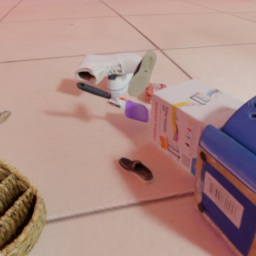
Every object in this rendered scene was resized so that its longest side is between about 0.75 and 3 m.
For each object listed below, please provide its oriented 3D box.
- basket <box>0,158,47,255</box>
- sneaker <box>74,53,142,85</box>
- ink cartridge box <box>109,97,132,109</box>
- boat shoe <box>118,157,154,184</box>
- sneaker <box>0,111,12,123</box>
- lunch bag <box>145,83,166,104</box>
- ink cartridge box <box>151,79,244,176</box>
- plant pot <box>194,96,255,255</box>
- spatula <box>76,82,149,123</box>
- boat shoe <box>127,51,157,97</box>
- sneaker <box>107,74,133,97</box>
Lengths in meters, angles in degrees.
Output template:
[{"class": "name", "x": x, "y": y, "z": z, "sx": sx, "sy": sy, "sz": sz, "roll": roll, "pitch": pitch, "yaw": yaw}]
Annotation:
[{"class": "basket", "x": -2.771, "y": 1.916, "z": 5.834, "sx": 1.521, "sy": 1.588, "sz": 2.131, "roll": 13, "pitch": 35, "yaw": 19}, {"class": "sneaker", "x": -0.794, "y": -2.260, "z": 11.210, "sx": 2.665, "sy": 0.982, "sz": 1.540, "roll": 2, "pitch": 40, "yaw": 15}, {"class": "ink cartridge box", "x": -0.301, "y": -1.110, "z": 11.624, "sx": 0.648, "sy": 0.227, "sz": 0.797, "roll": 24, "pitch": 45, "yaw": 32}, {"class": "boat shoe", "x": 0.220, "y": 1.131, "z": 8.055, "sx": 0.461, "sy": 0.416, "sz": 1.282, "roll": -28, "pitch": 43, "yaw": -35}, {"class": "sneaker", "x": -4.708, "y": -0.416, "z": 10.534, "sx": 0.309, "sy": 0.276, "sz": 0.773, "roll": 1, "pitch": 28, "yaw": 9}, {"class": "lunch bag", "x": 1.260, "y": -1.458, "z": 11.910, "sx": 1.072, "sy": 0.499, "sz": 1.217, "roll": 4, "pitch": 34, "yaw": -2}, {"class": "ink cartridge box", "x": 2.138, "y": -0.029, "z": 8.465, "sx": 1.843, "sy": 1.876, "sz": 2.548, "roll": -20, "pitch": 38, "yaw": -26}, {"class": "plant pot", "x": 3.026, "y": 1.177, "z": 5.965, "sx": 2.550, "sy": 2.836, "sz": 2.836, "roll": -20, "pitch": 38, "yaw": -17}, {"class": "spatula", "x": -0.455, "y": -0.906, "z": 9.326, "sx": 2.787, "sy": 0.286, "sz": 0.788, "roll": 24, "pitch": 49, "yaw": -30}, {"class": "boat shoe", "x": 0.406, "y": -1.546, "z": 8.114, "sx": 0.510, "sy": 1.419, "sz": 0.480, "roll": 23, "pitch": 16, "yaw": -12}, {"class": "sneaker", "x": -0.209, "y": -2.518, "z": 12.928, "sx": 1.083, "sy": 1.050, "sz": 2.967, "roll": 8, "pitch": 35, "yaw": 10}]
